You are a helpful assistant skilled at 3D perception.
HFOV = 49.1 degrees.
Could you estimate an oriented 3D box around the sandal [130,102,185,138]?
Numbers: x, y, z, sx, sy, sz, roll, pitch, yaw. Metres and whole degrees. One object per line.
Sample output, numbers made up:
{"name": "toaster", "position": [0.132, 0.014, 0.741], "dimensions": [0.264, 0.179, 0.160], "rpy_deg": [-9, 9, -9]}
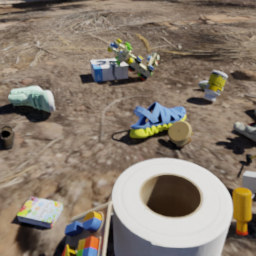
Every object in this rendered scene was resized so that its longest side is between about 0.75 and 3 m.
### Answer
{"name": "sandal", "position": [1.007, -0.400, 9.296], "dimensions": [2.255, 0.982, 0.896], "rpy_deg": [-19, 15, -31]}

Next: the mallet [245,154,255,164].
{"name": "mallet", "position": [3.512, 0.835, 7.733], "dimensions": [0.169, 0.270, 0.820], "rpy_deg": [1, -11, -7]}

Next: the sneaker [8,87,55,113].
{"name": "sneaker", "position": [-3.646, -0.970, 10.425], "dimensions": [1.335, 0.833, 2.264], "rpy_deg": [-16, 26, -33]}

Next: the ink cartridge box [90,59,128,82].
{"name": "ink cartridge box", "position": [-0.913, -2.811, 13.469], "dimensions": [1.643, 0.692, 1.188], "rpy_deg": [-8, 33, -12]}

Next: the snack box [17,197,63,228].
{"name": "snack box", "position": [-2.014, 1.934, 6.448], "dimensions": [0.837, 0.222, 0.595], "rpy_deg": [8, 34, 12]}

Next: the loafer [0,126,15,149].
{"name": "loafer", "position": [-3.874, 0.208, 8.981], "dimensions": [0.427, 0.417, 1.169], "rpy_deg": [-14, 35, -21]}

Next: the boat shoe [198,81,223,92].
{"name": "boat shoe", "position": [3.585, -1.771, 12.145], "dimensions": [1.073, 0.386, 0.333], "rpy_deg": [10, 35, 10]}

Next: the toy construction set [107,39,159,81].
{"name": "toy construction set", "position": [0.359, -3.179, 13.248], "dimensions": [2.612, 1.203, 1.713], "rpy_deg": [10, 30, -30]}

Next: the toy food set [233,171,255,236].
{"name": "toy food set", "position": [3.188, 1.666, 6.527], "dimensions": [1.039, 0.980, 2.177], "rpy_deg": [4, 11, 35]}

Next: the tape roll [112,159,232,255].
{"name": "tape roll", "position": [0.773, 1.817, 5.449], "dimensions": [2.169, 1.489, 2.169], "rpy_deg": [0, 32, 0]}

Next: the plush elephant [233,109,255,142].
{"name": "plush elephant", "position": [4.122, -0.102, 8.736], "dimensions": [1.334, 1.033, 1.098], "rpy_deg": [38, 18, 31]}

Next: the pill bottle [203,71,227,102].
{"name": "pill bottle", "position": [3.448, -1.650, 11.179], "dimensions": [0.634, 1.128, 0.634], "rpy_deg": [21, 7, -3]}

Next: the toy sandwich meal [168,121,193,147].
{"name": "toy sandwich meal", "position": [1.648, 0.176, 8.773], "dimensions": [0.850, 0.291, 0.850], "rpy_deg": [-13, 61, 24]}

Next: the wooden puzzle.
{"name": "wooden puzzle", "position": [-0.772, 1.847, 4.643], "dimensions": [1.116, 0.279, 1.205], "rpy_deg": [-32, 32, 34]}
